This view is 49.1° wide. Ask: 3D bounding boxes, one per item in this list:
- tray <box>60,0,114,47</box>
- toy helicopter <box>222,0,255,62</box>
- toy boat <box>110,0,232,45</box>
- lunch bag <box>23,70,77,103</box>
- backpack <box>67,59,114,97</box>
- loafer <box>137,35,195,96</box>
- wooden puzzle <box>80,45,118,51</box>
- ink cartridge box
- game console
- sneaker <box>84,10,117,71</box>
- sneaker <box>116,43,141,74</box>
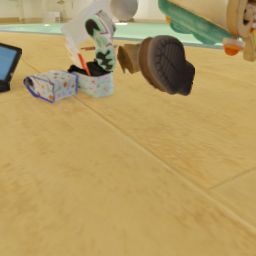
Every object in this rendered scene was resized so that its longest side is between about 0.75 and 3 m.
[{"bbox_3d":[-1.380,-3.895,10.043,2.115,1.136,0.235,-38,64,2],"label":"tray"},{"bbox_3d":[2.166,-1.771,5.097,0.846,1.418,2.144,21,-6,33],"label":"toy helicopter"},{"bbox_3d":[1.016,-2.726,6.357,2.905,1.350,2.442,10,30,-32],"label":"toy boat"},{"bbox_3d":[-3.074,-1.737,11.113,1.659,1.027,1.410,23,31,23],"label":"lunch bag"},{"bbox_3d":[-1.382,-2.056,11.548,1.612,1.223,1.932,-30,39,-27],"label":"backpack"},{"bbox_3d":[0.487,-0.819,4.130,0.670,0.689,1.888,13,0,23],"label":"loafer"},{"bbox_3d":[-0.936,-2.677,9.377,0.900,0.107,1.518,-13,18,-27],"label":"wooden puzzle"},{"bbox_3d":[-1.491,-1.998,8.164,0.267,0.863,1.065,-27,72,-7],"label":"ink cartridge box"},{"bbox_3d":[-6.323,-2.620,12.155,2.959,1.722,2.602,23,33,40],"label":"game console"},{"bbox_3d":[-0.556,-2.484,7.815,0.607,1.563,1.093,2,39,25],"label":"sneaker"},{"bbox_3d":[0.371,-2.201,8.359,1.166,0.871,2.597,-25,11,-3],"label":"sneaker"}]
